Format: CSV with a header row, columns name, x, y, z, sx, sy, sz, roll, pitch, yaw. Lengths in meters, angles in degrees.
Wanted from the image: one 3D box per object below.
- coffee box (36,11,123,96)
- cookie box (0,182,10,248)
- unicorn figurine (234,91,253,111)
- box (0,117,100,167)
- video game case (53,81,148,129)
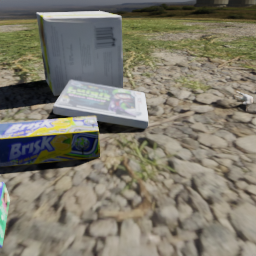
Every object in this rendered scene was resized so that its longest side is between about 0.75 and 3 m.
name,x,y,z,sx,sy,sz,roll,pitch,yaw
coffee box,-2.130,-3.358,12.124,2.982,2.978,2.949,-10,28,-20
cookie box,-2.691,1.590,4.829,1.063,0.467,1.243,-13,29,-11
unicorn figurine,4.359,-1.084,10.413,1.111,0.410,0.763,-19,40,-41
box,-2.034,0.317,7.107,2.552,0.821,0.894,-5,28,-9
video game case,-0.802,-0.889,9.515,2.878,0.336,2.617,9,26,-4
